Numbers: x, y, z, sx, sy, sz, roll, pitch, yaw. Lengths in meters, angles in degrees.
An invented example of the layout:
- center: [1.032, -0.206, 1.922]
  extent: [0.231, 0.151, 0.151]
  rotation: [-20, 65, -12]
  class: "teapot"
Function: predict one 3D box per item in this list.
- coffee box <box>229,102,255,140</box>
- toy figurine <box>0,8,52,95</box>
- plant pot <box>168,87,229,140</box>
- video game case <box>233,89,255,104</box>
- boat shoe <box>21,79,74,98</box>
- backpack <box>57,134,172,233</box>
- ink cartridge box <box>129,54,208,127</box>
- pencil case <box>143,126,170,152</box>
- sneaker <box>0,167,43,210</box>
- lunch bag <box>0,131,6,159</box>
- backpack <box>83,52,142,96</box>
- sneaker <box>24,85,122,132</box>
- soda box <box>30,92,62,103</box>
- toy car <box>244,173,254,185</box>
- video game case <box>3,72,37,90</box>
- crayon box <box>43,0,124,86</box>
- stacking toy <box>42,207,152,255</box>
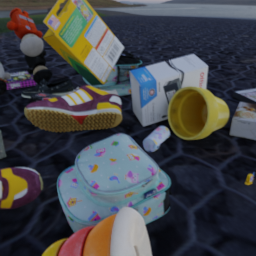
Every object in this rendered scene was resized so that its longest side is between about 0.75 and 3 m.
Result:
- center: [3.787, -0.244, 8.794]
  extent: [0.856, 0.597, 1.497]
  rotation: [14, 30, 25]
  class: "coffee box"
- center: [-4.716, -2.825, 11.166]
  extent: [2.951, 2.997, 2.085]
  rotation: [-21, 70, -16]
  class: "toy figurine"
- center: [2.202, -0.423, 8.346]
  extent: [1.430, 1.520, 1.520]
  rotation: [-1, 22, -38]
  class: "plant pot"
- center: [5.501, -1.079, 10.826]
  extent: [1.877, 0.265, 2.077]
  rotation: [-9, 28, -19]
  class: "video game case"
- center: [-3.309, -1.675, 11.523]
  extent: [2.108, 0.699, 0.788]
  rotation: [-5, 27, -10]
  class: "boat shoe"
- center: [-0.326, 1.103, 5.087]
  extent: [1.854, 1.421, 1.630]
  rotation: [-29, 45, -17]
  class: "backpack"
- center: [1.303, -1.214, 9.020]
  extent: [2.272, 1.643, 0.957]
  rotation: [-18, 43, -11]
  class: "ink cartridge box"
- center: [0.812, 0.301, 7.909]
  extent: [0.455, 0.417, 1.004]
  rotation: [-3, 21, 32]
  class: "pencil case"
- center: [-2.831, 1.223, 5.287]
  extent: [2.290, 0.858, 1.032]
  rotation: [-6, -2, 2]
  class: "sneaker"
- center: [-4.236, 0.351, 7.194]
  extent: [1.692, 0.995, 1.388]
  rotation: [28, 38, 35]
  class: "lunch bag"
- center: [-0.779, -2.271, 11.528]
  extent: [2.241, 1.718, 1.970]
  rotation: [-1, 29, -24]
  class: "backpack"
- center: [-1.663, -0.675, 8.728]
  extent: [2.906, 1.089, 1.309]
  rotation: [2, 53, -12]
  class: "sneaker"
- center: [-2.765, -0.905, 10.233]
  extent: [1.549, 0.491, 0.548]
  rotation: [10, 28, 20]
  class: "soda box"
- center: [3.206, 1.179, 6.268]
  extent: [1.017, 0.338, 0.499]
  rotation: [-4, 27, -10]
  class: "toy car"
- center: [-5.345, -2.179, 12.942]
  extent: [1.833, 0.328, 1.661]
  rotation: [-14, 30, -26]
  class: "video game case"
- center: [-1.451, -2.854, 8.910]
  extent: [0.699, 2.711, 1.704]
  rotation: [4, 61, 43]
  class: "crayon box"
- center: [-0.746, 1.974, 3.892]
  extent: [2.071, 1.513, 1.513]
  rotation: [-11, 24, 13]
  class: "stacking toy"
